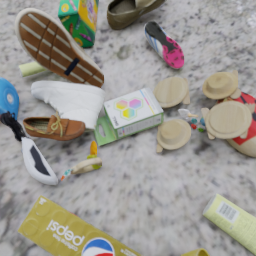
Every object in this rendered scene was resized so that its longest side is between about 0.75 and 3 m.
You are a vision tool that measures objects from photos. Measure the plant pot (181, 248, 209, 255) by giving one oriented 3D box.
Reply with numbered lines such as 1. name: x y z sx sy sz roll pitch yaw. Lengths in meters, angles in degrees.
1. plant pot: 0.976 2.757 4.786 0.858 1.209 1.209 -19 59 25

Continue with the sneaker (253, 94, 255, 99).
1. sneaker: 4.830 -1.073 7.686 2.550 1.045 0.942 -14 64 -7

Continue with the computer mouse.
1. computer mouse: -2.391 0.613 6.756 0.452 1.131 2.063 -32 73 -20

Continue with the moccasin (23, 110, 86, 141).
1. moccasin: -1.771 -0.066 6.710 1.557 0.601 0.569 8 58 17

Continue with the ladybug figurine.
1. ladybug figurine: 3.124 -0.222 7.407 1.390 0.737 2.048 -23 65 -12

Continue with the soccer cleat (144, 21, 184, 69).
1. soccer cleat: 1.135 -2.535 8.709 0.609 0.753 1.744 -35 84 -1

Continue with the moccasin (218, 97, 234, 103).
1. moccasin: 2.521 -0.535 7.047 0.335 0.318 0.868 5 41 -24

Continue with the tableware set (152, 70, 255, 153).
1. tableware set: 1.777 -0.545 7.278 2.766 0.321 2.311 -9 54 25

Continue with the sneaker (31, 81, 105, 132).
1. sneaker: -1.793 -0.506 7.500 2.259 0.832 1.305 8 80 23

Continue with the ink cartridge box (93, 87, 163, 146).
1. ink cartridge box: -0.086 -0.317 7.447 1.835 0.544 0.953 -20 54 -8

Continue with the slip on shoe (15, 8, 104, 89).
1. slip on shoe: -1.724 -1.950 7.247 1.088 2.861 0.867 -47 49 9

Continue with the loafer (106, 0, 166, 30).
1. loafer: 0.366 -4.114 8.874 2.552 0.860 0.970 -37 84 13

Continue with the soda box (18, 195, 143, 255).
1. soda box: -0.941 2.444 5.850 2.557 0.819 0.866 26 70 15

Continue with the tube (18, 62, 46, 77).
1. tube: -2.503 -1.838 8.297 1.370 0.356 0.398 -22 46 -22

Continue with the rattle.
1. rattle: -1.204 0.779 6.847 1.040 0.677 0.743 -15 86 -12

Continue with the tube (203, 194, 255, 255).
1. tube: 2.796 2.376 6.145 2.347 0.681 0.609 33 50 15

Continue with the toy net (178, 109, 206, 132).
1. toy net: 1.728 -0.255 7.489 0.921 0.483 0.178 31 53 -4

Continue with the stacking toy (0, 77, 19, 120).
1. stacking toy: -4.037 -0.607 7.620 1.879 1.091 1.031 -11 61 10

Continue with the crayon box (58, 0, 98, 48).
1. crayon box: -1.530 -3.874 8.938 0.658 1.342 2.260 -5 62 12
